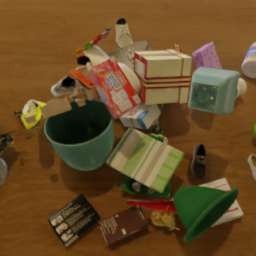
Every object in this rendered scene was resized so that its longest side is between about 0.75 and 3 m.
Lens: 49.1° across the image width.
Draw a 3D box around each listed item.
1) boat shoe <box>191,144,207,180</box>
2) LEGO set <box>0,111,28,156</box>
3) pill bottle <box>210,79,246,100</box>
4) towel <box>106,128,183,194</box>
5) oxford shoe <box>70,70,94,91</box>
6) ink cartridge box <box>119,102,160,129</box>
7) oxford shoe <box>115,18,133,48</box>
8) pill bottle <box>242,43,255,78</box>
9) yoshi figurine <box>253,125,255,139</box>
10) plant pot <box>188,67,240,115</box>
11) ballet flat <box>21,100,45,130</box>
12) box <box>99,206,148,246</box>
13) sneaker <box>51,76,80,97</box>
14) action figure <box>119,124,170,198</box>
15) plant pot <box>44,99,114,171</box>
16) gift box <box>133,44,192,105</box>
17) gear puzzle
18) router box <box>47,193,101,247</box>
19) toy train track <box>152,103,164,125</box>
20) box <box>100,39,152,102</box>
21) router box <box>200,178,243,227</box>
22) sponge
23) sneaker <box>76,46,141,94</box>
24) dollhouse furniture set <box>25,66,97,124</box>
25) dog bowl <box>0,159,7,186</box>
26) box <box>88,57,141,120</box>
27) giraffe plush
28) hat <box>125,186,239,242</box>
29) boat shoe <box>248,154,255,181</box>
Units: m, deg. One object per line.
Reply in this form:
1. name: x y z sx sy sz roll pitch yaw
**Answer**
1. boat shoe: 2.616 1.202 10.295 0.517 0.509 1.388 3 58 2
2. LEGO set: -4.624 0.417 10.532 1.895 0.827 2.918 16 45 42
3. pill bottle: 4.086 -1.566 11.813 1.613 0.899 0.899 -16 59 -10
4. towel: 0.562 1.071 9.552 2.194 0.337 1.637 26 68 22
5. oxford shoe: -1.443 -1.436 8.498 0.819 0.298 0.292 41 46 -3
6. ink cartridge box: 0.430 -0.508 10.877 1.322 0.560 0.955 6 49 48
7. oxford shoe: -0.248 -4.728 13.999 0.790 0.607 2.102 -7 60 -8
8. pill bottle: 5.978 -3.250 12.790 1.056 1.056 1.885 25 61 15
9. yoshi figurine: 5.544 -0.144 10.861 1.199 1.204 2.142 17 61 29
10. plant pot: 2.447 -1.054 8.409 1.281 1.285 1.309 15 23 29
11. ballet flat: -3.394 -0.619 10.062 0.687 0.689 2.055 -34 24 9
12. box: -0.142 3.133 9.070 1.458 0.546 0.730 -21 60 -15
13. sneaker: -1.976 -1.573 9.838 0.522 0.939 1.342 56 42 -7
14. action figure: 0.850 1.022 10.234 1.727 0.799 2.924 10 50 7
15. plant pot: -1.542 0.405 9.858 2.299 1.845 2.299 -4 43 4
16. gift box: 1.291 -2.073 10.614 1.930 1.907 2.066 -5 30 -13
17. gear puzzle: -1.394 -3.319 10.769 1.708 0.224 0.885 -28 29 17
18. router box: -1.777 3.009 9.241 1.404 0.359 1.047 -35 64 -20
19. toy train track: 1.372 -0.808 11.485 1.113 0.316 1.941 -11 41 40
20. box: -0.059 -2.279 11.994 2.861 0.692 2.266 -23 80 -14
21. router box: 2.887 2.562 9.518 1.495 0.365 1.342 -13 59 -8
22. sponge: 3.233 -2.491 11.171 0.405 1.515 2.716 -16 14 31
23. sneaker: -0.850 -1.975 10.579 2.913 1.061 1.233 39 53 26
24. dollhouse furniture set: -2.396 -1.205 9.489 2.357 1.151 2.010 -20 15 -11
25. dog bowl: -5.216 1.612 10.075 1.558 0.457 1.558 0 59 0
26. box: -0.448 -1.231 8.841 0.846 0.810 1.697 -32 89 -20
27. giraffe plush: 1.300 2.770 9.186 1.026 0.885 0.832 24 53 5
28. hat: 1.683 1.968 8.578 2.520 2.088 2.219 -20 49 -33
29. boat shoe: 4.711 1.480 10.074 0.449 0.518 1.215 -14 57 6
